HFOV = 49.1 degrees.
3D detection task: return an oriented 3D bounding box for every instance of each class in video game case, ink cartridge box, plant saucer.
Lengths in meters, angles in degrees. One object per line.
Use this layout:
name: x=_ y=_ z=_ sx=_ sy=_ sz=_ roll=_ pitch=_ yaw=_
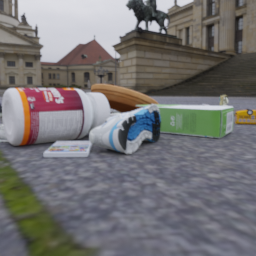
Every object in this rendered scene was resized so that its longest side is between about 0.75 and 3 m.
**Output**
video game case: x=-1.299 y=0.465 z=6.322 sx=0.897 sy=0.113 sz=1.253 roll=0 pitch=8 yaw=-2
ink cartridge box: x=1.783 y=-0.295 z=9.033 sx=2.821 sy=0.837 sz=1.465 roll=5 pitch=10 yaw=32
plant saucer: x=-0.178 y=-1.048 z=11.576 sx=2.894 sy=0.542 sz=2.894 roll=16 pitch=-6 yaw=2

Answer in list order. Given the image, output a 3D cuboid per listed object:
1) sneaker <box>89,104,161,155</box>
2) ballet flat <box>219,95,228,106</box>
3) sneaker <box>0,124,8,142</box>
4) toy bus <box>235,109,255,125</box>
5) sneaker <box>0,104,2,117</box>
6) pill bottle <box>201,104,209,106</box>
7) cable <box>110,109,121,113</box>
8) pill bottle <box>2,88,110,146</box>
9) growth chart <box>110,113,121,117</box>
sneaker: x=-0.008 y=-0.035 z=7.022 sx=1.156 sy=1.000 sz=2.668 roll=-2 pitch=6 yaw=28
ballet flat: x=4.800 y=-1.140 z=14.058 sx=0.468 sy=0.468 sz=1.324 roll=3 pitch=51 yaw=21
sneaker: x=-3.282 y=0.131 z=7.506 sx=1.122 sy=0.452 sz=0.429 roll=-1 pitch=6 yaw=-15
toy bus: x=5.012 y=-0.433 z=10.954 sx=1.505 sy=0.589 sz=0.490 roll=2 pitch=7 yaw=11
sneaker: x=-6.712 y=-1.319 z=13.865 sx=1.076 sy=1.528 sz=2.877 roll=-4 pitch=9 yaw=-24
pill bottle: x=4.167 y=-1.002 z=15.215 sx=0.542 sy=0.542 sz=0.935 roll=0 pitch=7 yaw=0
cable: x=-0.581 y=-1.204 z=15.187 sx=2.373 sy=0.821 sz=2.372 roll=1 pitch=2 yaw=9
pill bottle: x=-1.859 y=-0.347 z=7.467 sx=2.562 sy=1.403 sz=1.403 roll=-6 pitch=10 yaw=-36
growth chart: x=0.088 y=-0.543 z=13.098 sx=2.494 sy=0.221 sz=1.805 roll=5 pitch=10 yaw=34
